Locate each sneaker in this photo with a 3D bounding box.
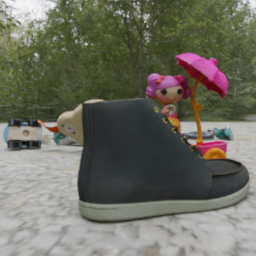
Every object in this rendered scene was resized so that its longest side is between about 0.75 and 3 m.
[{"bbox_3d":[0.654,0.301,3.744,2.668,1.417,0.998,-1,3,-30],"label":"sneaker"},{"bbox_3d":[-1.837,0.259,10.929,2.151,0.834,0.981,0,2,26],"label":"sneaker"},{"bbox_3d":[4.648,0.319,13.644,0.835,0.710,1.830,-16,-6,18],"label":"sneaker"}]

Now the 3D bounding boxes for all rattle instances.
[{"bbox_3d":[-1.462,0.385,8.483,2.916,2.083,1.898,-2,-38,-1],"label":"rattle"}]

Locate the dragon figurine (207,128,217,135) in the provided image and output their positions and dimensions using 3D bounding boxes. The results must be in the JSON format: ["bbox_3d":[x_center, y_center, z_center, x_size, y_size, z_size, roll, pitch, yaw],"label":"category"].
[{"bbox_3d":[5.166,0.222,16.190,1.498,0.441,0.745,-4,5,-40],"label":"dragon figurine"}]

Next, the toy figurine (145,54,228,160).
[{"bbox_3d":[1.034,-0.264,5.672,2.597,2.390,1.949,-1,3,-1],"label":"toy figurine"}]

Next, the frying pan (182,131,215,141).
[{"bbox_3d":[3.270,0.360,14.098,1.453,0.391,2.401,-5,8,-26],"label":"frying pan"}]

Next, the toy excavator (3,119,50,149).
[{"bbox_3d":[-3.657,0.292,10.409,1.946,0.999,2.001,2,-7,-33],"label":"toy excavator"}]
